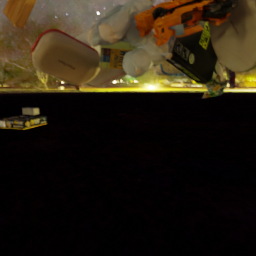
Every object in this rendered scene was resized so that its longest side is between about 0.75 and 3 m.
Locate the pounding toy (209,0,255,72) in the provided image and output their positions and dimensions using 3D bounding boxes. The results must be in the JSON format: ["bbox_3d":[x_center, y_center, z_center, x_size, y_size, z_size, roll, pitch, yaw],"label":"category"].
[{"bbox_3d":[2.845,-2.667,6.383,1.200,2.585,1.996,-16,8,-13],"label":"pounding toy"}]

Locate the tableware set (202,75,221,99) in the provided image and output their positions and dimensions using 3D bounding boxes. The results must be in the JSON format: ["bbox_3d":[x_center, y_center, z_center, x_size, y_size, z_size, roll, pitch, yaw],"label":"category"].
[{"bbox_3d":[2.569,-1.260,8.511,0.128,0.833,0.561,38,-18,-25],"label":"tableware set"}]

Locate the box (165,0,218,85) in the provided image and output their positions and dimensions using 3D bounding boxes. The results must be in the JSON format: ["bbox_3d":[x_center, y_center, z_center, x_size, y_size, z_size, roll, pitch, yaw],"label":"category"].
[{"bbox_3d":[2.046,-2.879,8.206,0.619,2.603,2.514,16,-2,43],"label":"box"}]

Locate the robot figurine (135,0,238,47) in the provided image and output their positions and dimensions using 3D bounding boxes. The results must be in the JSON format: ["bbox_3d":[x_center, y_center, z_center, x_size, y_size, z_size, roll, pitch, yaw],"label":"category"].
[{"bbox_3d":[1.260,-2.400,5.955,2.042,0.594,1.481,-23,39,-15],"label":"robot figurine"}]

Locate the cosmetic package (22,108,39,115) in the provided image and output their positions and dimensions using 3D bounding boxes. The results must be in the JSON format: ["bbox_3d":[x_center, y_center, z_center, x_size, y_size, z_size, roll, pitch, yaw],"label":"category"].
[{"bbox_3d":[-4.921,-0.834,14.133,0.761,0.343,0.406,7,15,24],"label":"cosmetic package"}]

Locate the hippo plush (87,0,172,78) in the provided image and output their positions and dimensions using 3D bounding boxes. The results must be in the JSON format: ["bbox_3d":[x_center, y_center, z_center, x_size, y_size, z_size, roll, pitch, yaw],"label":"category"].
[{"bbox_3d":[0.186,-2.214,6.939,2.055,1.653,1.637,-40,26,-8],"label":"hippo plush"}]

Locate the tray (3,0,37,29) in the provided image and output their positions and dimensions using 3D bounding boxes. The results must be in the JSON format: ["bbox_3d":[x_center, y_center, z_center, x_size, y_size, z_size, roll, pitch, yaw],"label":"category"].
[{"bbox_3d":[-2.572,-3.353,6.966,0.761,1.543,0.286,48,24,27],"label":"tray"}]

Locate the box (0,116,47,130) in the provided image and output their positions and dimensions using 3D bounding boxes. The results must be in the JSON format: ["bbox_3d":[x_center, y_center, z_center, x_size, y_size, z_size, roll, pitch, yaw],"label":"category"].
[{"bbox_3d":[-3.852,-0.222,10.315,1.107,0.342,1.386,1,9,16],"label":"box"}]

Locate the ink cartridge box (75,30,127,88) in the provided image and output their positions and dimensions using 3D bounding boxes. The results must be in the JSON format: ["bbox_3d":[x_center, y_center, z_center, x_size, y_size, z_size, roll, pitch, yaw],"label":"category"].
[{"bbox_3d":[-1.481,-2.880,12.319,2.011,1.155,2.770,-20,-16,31],"label":"ink cartridge box"}]

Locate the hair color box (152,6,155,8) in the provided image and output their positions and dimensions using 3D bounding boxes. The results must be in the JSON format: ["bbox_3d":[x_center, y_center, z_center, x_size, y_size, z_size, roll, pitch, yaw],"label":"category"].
[{"bbox_3d":[0.438,-3.383,10.457,0.693,2.264,1.149,17,-19,-35],"label":"hair color box"}]

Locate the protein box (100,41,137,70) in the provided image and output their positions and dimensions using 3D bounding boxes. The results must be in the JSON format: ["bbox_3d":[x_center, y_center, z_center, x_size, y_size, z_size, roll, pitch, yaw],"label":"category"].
[{"bbox_3d":[-0.298,-2.487,8.774,1.142,0.771,1.134,2,51,-8],"label":"protein box"}]

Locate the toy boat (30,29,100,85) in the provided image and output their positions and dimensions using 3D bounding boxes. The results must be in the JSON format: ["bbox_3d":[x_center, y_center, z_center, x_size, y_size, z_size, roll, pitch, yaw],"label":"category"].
[{"bbox_3d":[-2.211,-2.679,10.152,2.487,1.623,1.626,21,36,-36],"label":"toy boat"}]

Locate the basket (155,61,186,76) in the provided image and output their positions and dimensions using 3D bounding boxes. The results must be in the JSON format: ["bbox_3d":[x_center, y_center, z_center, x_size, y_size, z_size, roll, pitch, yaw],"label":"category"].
[{"bbox_3d":[2.076,-2.916,11.759,1.877,1.481,2.129,-5,4,-23],"label":"basket"}]

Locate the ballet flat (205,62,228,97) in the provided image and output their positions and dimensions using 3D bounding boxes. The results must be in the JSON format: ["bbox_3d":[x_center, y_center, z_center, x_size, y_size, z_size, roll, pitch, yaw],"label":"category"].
[{"bbox_3d":[2.737,-2.201,9.681,0.860,2.318,0.860,-25,-19,-9],"label":"ballet flat"}]

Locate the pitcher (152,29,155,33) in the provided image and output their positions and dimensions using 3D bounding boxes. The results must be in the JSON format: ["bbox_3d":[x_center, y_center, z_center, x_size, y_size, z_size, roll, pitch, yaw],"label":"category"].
[{"bbox_3d":[0.974,-2.842,8.911,0.598,0.986,0.846,-17,-14,-16],"label":"pitcher"}]

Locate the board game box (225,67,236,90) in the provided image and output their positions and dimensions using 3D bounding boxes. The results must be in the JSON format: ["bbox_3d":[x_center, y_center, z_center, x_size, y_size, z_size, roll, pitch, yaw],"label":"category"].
[{"bbox_3d":[3.106,-2.007,8.671,0.230,1.423,0.854,-8,-19,12],"label":"board game box"}]
